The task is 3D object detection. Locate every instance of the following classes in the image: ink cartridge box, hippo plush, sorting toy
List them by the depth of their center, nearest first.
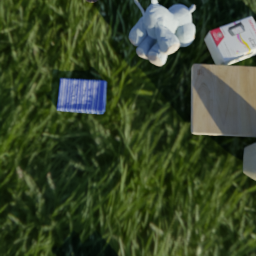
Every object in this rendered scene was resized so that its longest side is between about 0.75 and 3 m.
[{"bbox_3d":[3.663,-0.961,10.690,2.620,0.917,2.635,3,79,0],"label":"sorting toy"},{"bbox_3d":[1.401,-3.940,11.005,2.158,2.137,2.683,-28,102,-35],"label":"hippo plush"},{"bbox_3d":[4.253,-3.411,11.198,1.898,0.813,1.401,-22,80,-5],"label":"ink cartridge box"}]

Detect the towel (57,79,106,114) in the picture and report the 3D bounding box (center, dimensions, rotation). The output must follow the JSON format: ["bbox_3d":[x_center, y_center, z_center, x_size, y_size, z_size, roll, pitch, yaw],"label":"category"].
[{"bbox_3d":[-1.830,-1.275,11.105,1.907,0.227,1.381,3,79,1],"label":"towel"}]

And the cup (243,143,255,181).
[{"bbox_3d":[4.846,1.215,10.009,1.311,1.833,1.833,3,78,26],"label":"cup"}]

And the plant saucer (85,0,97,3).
[{"bbox_3d":[-1.559,-5.683,11.995,0.760,0.131,0.760,0,79,1],"label":"plant saucer"}]
